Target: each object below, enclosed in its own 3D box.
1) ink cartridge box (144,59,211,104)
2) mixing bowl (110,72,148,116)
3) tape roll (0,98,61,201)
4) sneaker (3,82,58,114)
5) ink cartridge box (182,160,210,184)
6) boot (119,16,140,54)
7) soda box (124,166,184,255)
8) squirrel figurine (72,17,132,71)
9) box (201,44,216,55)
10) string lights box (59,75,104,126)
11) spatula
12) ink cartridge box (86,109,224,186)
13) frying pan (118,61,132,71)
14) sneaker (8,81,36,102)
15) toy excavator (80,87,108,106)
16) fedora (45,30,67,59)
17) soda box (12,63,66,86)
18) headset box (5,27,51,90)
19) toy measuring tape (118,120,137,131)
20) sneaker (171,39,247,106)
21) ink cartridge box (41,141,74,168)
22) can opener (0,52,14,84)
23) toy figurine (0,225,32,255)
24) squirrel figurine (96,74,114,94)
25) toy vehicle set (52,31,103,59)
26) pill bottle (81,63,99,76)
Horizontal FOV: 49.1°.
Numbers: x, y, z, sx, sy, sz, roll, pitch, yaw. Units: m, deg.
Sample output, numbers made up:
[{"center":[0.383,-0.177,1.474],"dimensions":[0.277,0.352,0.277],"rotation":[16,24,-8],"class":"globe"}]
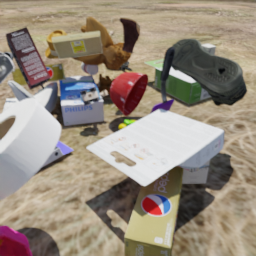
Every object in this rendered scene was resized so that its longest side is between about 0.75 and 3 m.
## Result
[{"center":[2.044,-1.986,11.283],"dimensions":[1.503,0.859,2.896],"rotation":[-18,34,-28],"class":"ink cartridge box"},{"center":[-0.064,-1.158,8.605],"dimensions":[0.767,1.417,1.417],"rotation":[30,38,15],"class":"mixing bowl"},{"center":[-1.771,0.291,4.121],"dimensions":[1.577,0.552,1.577],"rotation":[-27,34,20],"class":"tape roll"},{"center":[-3.245,-0.899,9.320],"dimensions":[1.455,0.927,2.517],"rotation":[4,31,1],"class":"sneaker"},{"center":[1.476,0.758,6.498],"dimensions":[0.632,0.873,0.643],"rotation":[-1,30,-1],"class":"ink cartridge box"},{"center":[-0.006,-3.027,9.205],"dimensions":[0.434,0.997,1.198],"rotation":[23,10,29],"class":"boot"},{"center":[0.578,1.487,5.317],"dimensions":[0.742,0.786,2.320],"rotation":[7,31,13],"class":"soda box"},{"center":[-1.014,-2.923,10.714],"dimensions":[2.209,1.563,2.062],"rotation":[27,5,-5],"class":"squirrel figurine"},{"center":[3.517,-3.044,12.645],"dimensions":[0.460,1.345,0.553],"rotation":[-16,33,-25],"class":"box"},{"center":[-1.694,-1.059,9.778],"dimensions":[1.311,0.752,2.551],"rotation":[-7,31,-12],"class":"string lights box"},{"center":[0.922,-1.051,7.159],"dimensions":[0.687,2.430,0.250],"rotation":[-19,53,-14],"class":"spatula"},{"center":[0.567,0.414,5.740],"dimensions":[2.215,0.632,1.800],"rotation":[-32,37,-29],"class":"ink cartridge box"},{"center":[-0.223,-3.028,13.678],"dimensions":[1.905,0.310,1.152],"rotation":[24,38,32],"class":"frying pan"},{"center":[-3.189,-0.986,8.224],"dimensions":[0.946,0.381,0.361],"rotation":[44,11,-9],"class":"sneaker"},{"center":[-1.014,-0.978,8.424],"dimensions":[0.841,0.432,0.865],"rotation":[-19,6,-7],"class":"toy excavator"},{"center":[-2.403,-2.980,9.688],"dimensions":[1.424,0.581,1.424],"rotation":[-14,45,14],"class":"fedora"},{"center":[-2.940,-1.763,9.297],"dimensions":[1.628,0.551,0.521],"rotation":[-8,10,-5],"class":"soda box"},{"center":[-2.535,-1.660,7.204],"dimensions":[0.566,1.466,1.091],"rotation":[-28,11,-17],"class":"headset box"},{"center":[0.378,0.126,8.161],"dimensions":[1.636,0.602,0.602],"rotation":[6,21,-38],"class":"toy measuring tape"},{"center":[1.946,-1.317,6.959],"dimensions":[0.942,1.411,2.464],"rotation":[-46,44,2],"class":"sneaker"},{"center":[-2.485,0.534,7.357],"dimensions":[1.501,0.329,1.516],"rotation":[23,38,37],"class":"ink cartridge box"},{"center":[-4.519,-1.257,8.713],"dimensions":[2.734,0.729,0.914],"rotation":[-43,12,11],"class":"can opener"},{"center":[-1.957,2.316,3.614],"dimensions":[2.407,1.807,2.215],"rotation":[-40,29,-15],"class":"toy figurine"},{"center":[-0.709,-1.662,11.120],"dimensions":[0.892,0.676,0.955],"rotation":[0,43,-22],"class":"squirrel figurine"},{"center":[-1.543,-2.553,8.709],"dimensions":[1.443,0.896,0.191],"rotation":[-9,72,-4],"class":"toy vehicle set"},{"center":[-1.505,-2.323,10.866],"dimensions":[0.485,0.485,0.850],"rotation":[-14,23,-23],"class":"pill bottle"}]
